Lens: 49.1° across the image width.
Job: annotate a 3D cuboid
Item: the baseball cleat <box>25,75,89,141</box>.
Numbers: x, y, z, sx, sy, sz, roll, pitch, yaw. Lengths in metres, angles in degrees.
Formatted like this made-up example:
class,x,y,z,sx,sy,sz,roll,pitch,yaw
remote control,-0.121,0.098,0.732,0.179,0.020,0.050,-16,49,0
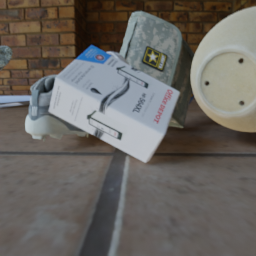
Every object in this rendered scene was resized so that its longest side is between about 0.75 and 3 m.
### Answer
class,x,y,z,sx,sy,sz,roll,pitch,yaw
baseball cleat,-1.469,-0.462,6.786,0.983,1.500,2.818,6,4,7

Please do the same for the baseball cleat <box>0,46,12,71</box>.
class,x,y,z,sx,sy,sz,roll,pitch,yaw
baseball cleat,-3.903,-1.725,7.949,0.525,1.506,0.801,45,-12,-26

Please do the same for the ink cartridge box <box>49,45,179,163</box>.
class,x,y,z,sx,sy,sz,roll,pitch,yaw
ink cartridge box,-0.187,-0.502,5.305,2.038,0.859,1.488,27,42,1

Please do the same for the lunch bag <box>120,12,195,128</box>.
class,x,y,z,sx,sy,sz,roll,pitch,yaw
lunch bag,0.759,-1.610,8.273,1.703,2.376,2.897,7,-15,38

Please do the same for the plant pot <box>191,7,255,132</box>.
class,x,y,z,sx,sy,sz,roll,pitch,yaw
plant pot,2.423,-1.066,5.843,2.780,2.780,1.866,7,21,39

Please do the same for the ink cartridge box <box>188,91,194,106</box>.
class,x,y,z,sx,sy,sz,roll,pitch,yaw
ink cartridge box,1.951,-1.349,10.949,0.645,1.152,1.689,-45,2,37

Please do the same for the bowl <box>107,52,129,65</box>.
class,x,y,z,sx,sy,sz,roll,pitch,yaw
bowl,-0.391,-0.805,6.724,1.702,1.705,0.636,-27,5,34

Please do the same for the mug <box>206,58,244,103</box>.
class,x,y,z,sx,sy,sz,roll,pitch,yaw
mug,2.493,-1.140,6.703,0.926,1.157,0.950,0,34,38
